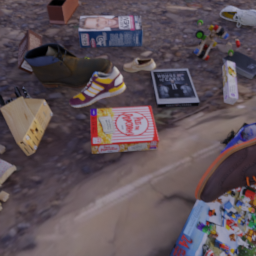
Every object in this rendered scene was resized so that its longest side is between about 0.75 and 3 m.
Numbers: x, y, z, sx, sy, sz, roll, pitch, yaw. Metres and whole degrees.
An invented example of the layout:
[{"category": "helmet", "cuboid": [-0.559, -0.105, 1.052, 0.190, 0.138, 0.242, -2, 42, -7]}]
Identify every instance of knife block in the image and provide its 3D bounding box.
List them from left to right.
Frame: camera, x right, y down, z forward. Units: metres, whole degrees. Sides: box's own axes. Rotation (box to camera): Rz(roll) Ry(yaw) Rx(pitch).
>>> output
[{"category": "knife block", "cuboid": [-3.370, -0.297, 8.379, 1.884, 0.687, 2.146, 3, 53, 15]}]

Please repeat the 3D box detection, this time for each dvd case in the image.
[{"category": "dvd case", "cuboid": [1.585, -1.428, 9.826, 1.419, 0.234, 1.888, -3, 48, -3]}]

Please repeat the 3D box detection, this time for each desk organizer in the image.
[{"category": "desk organizer", "cuboid": [-3.116, -5.930, 13.555, 0.826, 0.886, 2.302, 7, 48, 6]}]

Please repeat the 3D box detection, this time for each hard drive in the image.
[{"category": "hard drive", "cuboid": [4.399, -2.391, 10.674, 0.948, 0.297, 1.406, -30, 54, -25]}]

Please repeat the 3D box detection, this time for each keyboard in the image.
[{"category": "keyboard", "cuboid": [3.191, 0.403, 8.167, 0.731, 0.278, 1.405, 39, 62, 14]}]

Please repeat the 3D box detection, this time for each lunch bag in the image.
[{"category": "lunch bag", "cuboid": [3.330, 0.456, 7.258, 1.558, 1.325, 0.965, -5, 61, -9]}]

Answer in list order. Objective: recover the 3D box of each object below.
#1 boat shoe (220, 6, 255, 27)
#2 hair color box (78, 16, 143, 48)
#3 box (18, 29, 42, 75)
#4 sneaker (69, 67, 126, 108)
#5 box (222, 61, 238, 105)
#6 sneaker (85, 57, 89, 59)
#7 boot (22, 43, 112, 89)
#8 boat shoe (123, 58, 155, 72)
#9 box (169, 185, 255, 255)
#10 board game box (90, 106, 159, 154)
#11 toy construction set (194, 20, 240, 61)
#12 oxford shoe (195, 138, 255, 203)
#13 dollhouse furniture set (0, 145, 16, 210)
[{"category": "boat shoe", "cuboid": [5.117, -5.106, 12.911, 1.959, 0.724, 0.835, 35, 56, 30]}, {"category": "hair color box", "cuboid": [-0.734, -4.126, 11.947, 2.628, 0.795, 1.314, -2, 47, -2]}, {"category": "box", "cuboid": [-3.744, -2.914, 10.698, 0.633, 0.846, 1.690, 22, 36, -38]}, {"category": "sneaker", "cuboid": [-1.075, -1.288, 8.774, 1.892, 0.852, 0.709, -20, 27, 7]}, {"category": "box", "cuboid": [3.468, -1.569, 9.562, 0.327, 0.350, 1.690, 14, 58, -6]}, {"category": "sneaker", "cuboid": [-1.999, -2.150, 10.259, 1.479, 0.565, 0.558, -4, 31, 27]}, {"category": "boot", "cuboid": [-2.022, -2.053, 9.059, 2.836, 1.374, 1.059, -7, 58, 23]}, {"category": "boat shoe", "cuboid": [0.382, -2.384, 10.413, 1.258, 0.435, 0.464, -1, 52, 21]}, {"category": "box", "cuboid": [2.399, 2.213, 6.224, 2.007, 0.554, 2.939, 24, 52, 21]}, {"category": "board game box", "cuboid": [-0.153, 0.030, 8.274, 1.891, 0.438, 1.432, -4, 48, -6]}, {"category": "toy construction set", "cuboid": [3.471, -3.494, 11.069, 1.717, 1.432, 1.320, 13, 38, 8]}, {"category": "oxford shoe", "cuboid": [2.612, 0.843, 5.902, 2.647, 0.942, 0.960, -38, 49, 1]}, {"category": "dollhouse furniture set", "cuboid": [-3.365, 1.098, 7.035, 1.354, 0.775, 1.588, 22, 54, 16]}]
